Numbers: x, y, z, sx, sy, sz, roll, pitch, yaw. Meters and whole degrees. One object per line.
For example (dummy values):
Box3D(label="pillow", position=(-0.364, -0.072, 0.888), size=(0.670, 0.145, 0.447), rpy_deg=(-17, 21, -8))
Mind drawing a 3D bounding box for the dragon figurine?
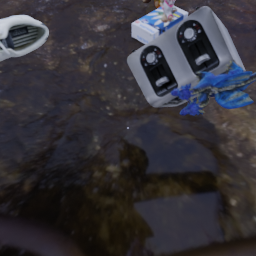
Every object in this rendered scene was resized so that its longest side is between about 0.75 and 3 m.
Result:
Box3D(label="dragon figurine", position=(1.356, -0.547, 3.704), size=(1.591, 0.468, 0.791), rpy_deg=(-11, 25, 8))

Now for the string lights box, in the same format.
Box3D(label="string lights box", position=(1.260, -4.079, 11.086), size=(1.097, 0.630, 2.136), rpy_deg=(37, 60, 26))

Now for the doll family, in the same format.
Box3D(label="doll family", position=(0.908, -3.201, 6.943), size=(0.676, 0.931, 1.499), rpy_deg=(-21, 58, -16))

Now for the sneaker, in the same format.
Box3D(label="sneaker", position=(-2.344, -1.447, 4.734), size=(0.769, 0.793, 2.172), rpy_deg=(16, 45, 39))

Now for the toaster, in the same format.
Box3D(label="toaster", position=(1.283, -1.354, 5.953), size=(1.861, 2.058, 1.221), rpy_deg=(-26, 82, 28))
